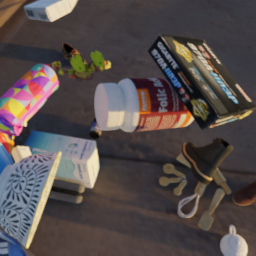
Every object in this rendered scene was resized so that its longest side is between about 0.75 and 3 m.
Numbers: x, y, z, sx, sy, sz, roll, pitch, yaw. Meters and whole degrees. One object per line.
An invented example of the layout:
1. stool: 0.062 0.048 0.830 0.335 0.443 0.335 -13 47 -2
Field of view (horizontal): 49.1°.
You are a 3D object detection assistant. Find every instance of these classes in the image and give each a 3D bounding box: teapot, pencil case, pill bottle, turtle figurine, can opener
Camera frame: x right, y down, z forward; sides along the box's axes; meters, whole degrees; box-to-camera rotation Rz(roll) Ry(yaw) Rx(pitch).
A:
1. teapot: 3.002 3.299 7.883 0.775 0.574 0.786 -37 58 -27
2. pencil case: -2.304 -0.634 6.346 0.842 0.842 1.906 15 52 12
3. pill bottle: -1.235 -0.003 10.789 0.438 0.438 0.783 5 50 4
4. pill bottle: 0.496 -0.699 8.406 2.774 1.584 1.584 -6 48 -22
5. turtle figurine: -1.521 -1.819 8.704 2.327 1.876 0.749 -3 93 -18
6. can opener: -2.719 1.868 8.855 2.569 0.859 0.685 9 79 8

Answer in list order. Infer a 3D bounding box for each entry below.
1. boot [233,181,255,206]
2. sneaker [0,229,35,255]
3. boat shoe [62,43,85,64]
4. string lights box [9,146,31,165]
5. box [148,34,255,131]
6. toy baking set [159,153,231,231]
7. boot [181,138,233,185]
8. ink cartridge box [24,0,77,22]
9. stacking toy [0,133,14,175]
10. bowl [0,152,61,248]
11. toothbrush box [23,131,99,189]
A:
1. boot: 4.042 1.776 8.725 1.520 1.264 0.550 -19 52 -15
2. sneaker: -3.365 3.482 7.562 2.478 0.916 1.019 20 55 24
3. boat shoe: -2.705 -3.532 13.695 0.623 0.622 1.769 -36 59 -25
4. string lights box: -3.492 0.982 7.797 1.417 0.728 0.418 -25 84 0
5. box: 1.977 -1.277 7.418 2.096 0.607 2.637 -11 63 -42
6. toy baking set: 2.256 1.942 9.260 2.087 0.316 2.719 -23 53 -15
7. boot: 2.243 0.619 7.925 0.696 1.243 1.798 25 21 -21
8. ink cartridge box: -2.087 -3.908 8.734 1.867 0.533 1.518 -35 40 -28
9. stacking toy: -3.459 -0.031 7.201 1.612 1.524 2.777 -13 32 10
10. bowl: -2.254 1.373 6.020 0.985 2.099 2.099 19 49 -9
11. toothbrush box: -2.131 1.055 9.138 2.156 1.579 0.920 9 50 9
